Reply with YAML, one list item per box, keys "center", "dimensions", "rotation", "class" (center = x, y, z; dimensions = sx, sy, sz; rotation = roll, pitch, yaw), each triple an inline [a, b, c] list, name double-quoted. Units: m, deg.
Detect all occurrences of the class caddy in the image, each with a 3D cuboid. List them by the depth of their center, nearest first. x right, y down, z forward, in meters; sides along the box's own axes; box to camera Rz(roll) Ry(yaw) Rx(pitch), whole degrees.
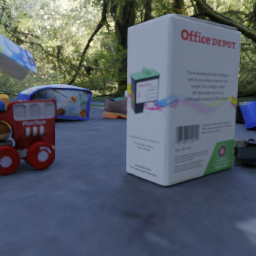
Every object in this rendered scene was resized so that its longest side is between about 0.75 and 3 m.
- center: [4.026, -0.413, 8.093]
  dimensions: [1.253, 0.931, 1.773]
  rotation: [-22, -6, 35]
  class: "caddy"

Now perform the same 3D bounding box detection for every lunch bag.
- center: [-2.789, -0.958, 10.413]
  dimensions: [2.256, 1.397, 1.918]
  rotation: [4, 5, -34]
  class: "lunch bag"

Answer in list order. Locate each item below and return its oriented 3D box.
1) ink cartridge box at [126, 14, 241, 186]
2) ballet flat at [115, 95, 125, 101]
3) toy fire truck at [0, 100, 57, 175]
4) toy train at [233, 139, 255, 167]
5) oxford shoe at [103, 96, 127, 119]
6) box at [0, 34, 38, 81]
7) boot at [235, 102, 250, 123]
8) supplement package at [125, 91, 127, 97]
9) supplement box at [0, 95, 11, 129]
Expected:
- center: [0.737, -0.358, 3.732]
  dimensions: [1.380, 1.906, 0.800]
  rotation: [-6, 10, -38]
  class: "ink cartridge box"
- center: [0.019, -1.216, 14.146]
  dimensions: [0.977, 0.971, 2.856]
  rotation: [9, 5, -16]
  class: "ballet flat"
- center: [-1.576, 0.087, 3.954]
  dimensions: [1.158, 0.972, 0.649]
  rotation: [-5, 9, -34]
  class: "toy fire truck"
- center: [2.696, 0.369, 4.000]
  dimensions: [2.429, 0.414, 0.556]
  rotation: [2, 4, 11]
  class: "toy train"
- center: [0.111, -0.799, 10.986]
  dimensions: [2.417, 0.881, 0.862]
  rotation: [3, 8, 21]
  class: "oxford shoe"
- center: [-3.875, -2.329, 8.287]
  dimensions: [2.282, 0.544, 1.391]
  rotation: [30, 23, -46]
  class: "box"
- center: [4.404, -0.552, 9.815]
  dimensions: [2.080, 0.761, 1.566]
  rotation: [-2, 6, 34]
  class: "boot"
- center: [0.961, -1.098, 12.304]
  dimensions: [1.942, 1.135, 1.139]
  rotation: [-4, 8, -30]
  class: "supplement package"
- center: [-4.247, -0.546, 8.784]
  dimensions: [0.991, 1.025, 2.980]
  rotation: [-4, 7, -23]
  class: "supplement box"
